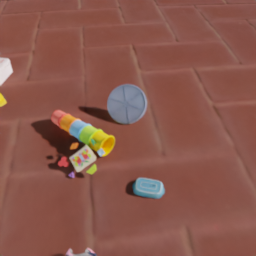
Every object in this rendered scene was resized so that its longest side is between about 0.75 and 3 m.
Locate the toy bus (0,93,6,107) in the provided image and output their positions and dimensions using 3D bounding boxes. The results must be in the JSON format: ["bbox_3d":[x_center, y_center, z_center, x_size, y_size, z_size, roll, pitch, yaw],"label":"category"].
[{"bbox_3d":[-5.229,-1.344,10.248,0.884,1.251,1.303,-32,36,-28],"label":"toy bus"}]

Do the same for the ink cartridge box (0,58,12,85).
[{"bbox_3d":[-5.939,-2.407,11.768,1.646,0.694,1.202,8,45,8],"label":"ink cartridge box"}]

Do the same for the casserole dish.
[{"bbox_3d":[0.590,1.718,8.104,0.948,0.184,0.574,9,46,8],"label":"casserole dish"}]

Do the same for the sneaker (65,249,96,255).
[{"bbox_3d":[-0.782,3.108,6.500,1.482,0.520,0.608,2,49,1],"label":"sneaker"}]

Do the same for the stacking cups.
[{"bbox_3d":[-1.573,0.076,9.420,2.449,0.741,0.741,29,52,30],"label":"stacking cups"}]

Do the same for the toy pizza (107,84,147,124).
[{"bbox_3d":[-0.041,-0.849,10.132,1.459,0.231,1.459,-1,83,10],"label":"toy pizza"}]

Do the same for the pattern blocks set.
[{"bbox_3d":[-1.395,0.931,8.515,1.140,0.105,1.297,39,83,19],"label":"pattern blocks set"}]
